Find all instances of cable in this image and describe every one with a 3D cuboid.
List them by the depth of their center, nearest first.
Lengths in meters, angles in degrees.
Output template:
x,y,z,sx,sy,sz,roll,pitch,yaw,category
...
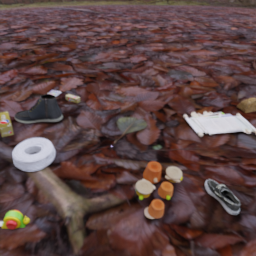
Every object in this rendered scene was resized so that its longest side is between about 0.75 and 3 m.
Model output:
x,y,z,sx,sy,sz,roll,pitch,yaw,category
-3.482,0.971,10.401,1.527,0.529,1.526,26,40,35,cable

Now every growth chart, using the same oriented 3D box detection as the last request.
x,y,z,sx,sy,sz,roll,pitch,yaw,category
4.089,-0.211,12.611,2.883,0.256,2.087,-2,31,-4,growth chart

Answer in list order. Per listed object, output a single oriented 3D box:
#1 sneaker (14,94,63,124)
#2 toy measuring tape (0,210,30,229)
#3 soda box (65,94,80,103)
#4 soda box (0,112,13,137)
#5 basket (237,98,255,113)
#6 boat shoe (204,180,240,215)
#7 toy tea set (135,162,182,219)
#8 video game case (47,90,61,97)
x,y,z,sx,sy,sz,roll,pitch,yaw,category
-4.185,-0.927,12.783,2.276,1.209,0.851,-2,32,7,sneaker
-3.479,2.563,7.848,1.408,0.518,0.518,0,31,0,toy measuring tape
-2.924,-1.543,14.787,0.802,0.257,0.272,19,37,27,soda box
-5.437,-0.181,12.353,0.492,0.465,1.452,-14,34,-22,soda box
5.975,-1.209,13.858,0.914,0.652,0.681,-11,34,-18,basket
2.954,2.024,8.739,0.517,0.466,1.462,-14,34,-21,boat shoe
0.850,1.950,8.757,1.233,0.767,2.073,22,41,15,toy tea set
-4.176,-1.844,15.454,0.606,0.076,0.846,11,33,17,video game case
